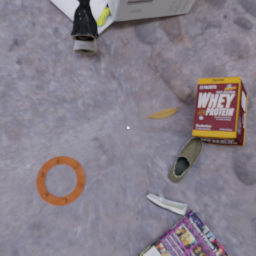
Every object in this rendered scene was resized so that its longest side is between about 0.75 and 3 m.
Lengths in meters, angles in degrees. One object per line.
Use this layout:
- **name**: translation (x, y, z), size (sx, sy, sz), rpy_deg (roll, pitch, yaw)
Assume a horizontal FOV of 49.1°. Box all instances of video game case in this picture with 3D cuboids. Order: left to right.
- **video game case**: translation (1.600, 3.846, 7.100), size (2.297, 0.454, 2.534), rpy_deg (-37, 78, -9)

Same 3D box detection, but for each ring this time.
- **ring**: translation (-1.910, 1.483, 7.901), size (1.403, 0.135, 1.403), rpy_deg (0, 75, 0)

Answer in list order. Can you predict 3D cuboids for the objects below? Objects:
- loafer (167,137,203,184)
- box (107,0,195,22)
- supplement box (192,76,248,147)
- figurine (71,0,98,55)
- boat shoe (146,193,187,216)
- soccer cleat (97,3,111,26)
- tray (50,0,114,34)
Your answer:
- **loafer**: translation (1.671, 0.876, 7.840), size (0.574, 0.532, 1.527), rpy_deg (31, 76, 8)
- **box**: translation (0.800, -4.696, 7.949), size (2.715, 2.701, 1.774), rpy_deg (-13, 77, -15)
- **supplement box**: translation (2.481, -0.372, 7.418), size (1.023, 1.540, 1.519), rpy_deg (3, 80, 30)
- **figurine**: translation (-1.239, -3.132, 8.076), size (0.720, 1.673, 1.633), rpy_deg (0, 85, -8)
- **boat shoe**: translation (1.046, 2.032, 7.624), size (1.150, 0.424, 0.369), rpy_deg (23, 70, 2)
- **soccer cleat**: translation (-0.769, -3.679, 8.978), size (0.291, 0.377, 0.900), rpy_deg (25, 74, 18)
- **tray**: translation (-1.587, -4.272, 9.324), size (1.559, 0.322, 2.904), rpy_deg (-43, 79, -11)
